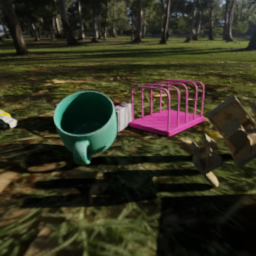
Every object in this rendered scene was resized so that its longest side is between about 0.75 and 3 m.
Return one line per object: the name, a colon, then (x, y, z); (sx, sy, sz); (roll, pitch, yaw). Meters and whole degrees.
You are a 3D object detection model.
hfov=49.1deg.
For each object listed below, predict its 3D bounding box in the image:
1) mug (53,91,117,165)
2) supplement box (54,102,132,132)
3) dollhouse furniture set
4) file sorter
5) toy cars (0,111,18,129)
mug: (-1.377, 0.087, 8.710); (1.830, 1.377, 2.227); (26, 57, 23)
supplement box: (-1.419, -0.596, 11.843); (2.938, 0.895, 1.599); (6, 19, 22)
dollhouse furniture set: (3.069, 0.357, 7.391); (2.298, 1.628, 2.501); (-39, 12, 20)
file sorter: (1.692, -1.023, 11.731); (1.969, 1.777, 2.834); (15, 23, 39)
toy cars: (-5.533, -0.463, 12.056); (1.033, 0.510, 2.305); (-13, 22, -33)
